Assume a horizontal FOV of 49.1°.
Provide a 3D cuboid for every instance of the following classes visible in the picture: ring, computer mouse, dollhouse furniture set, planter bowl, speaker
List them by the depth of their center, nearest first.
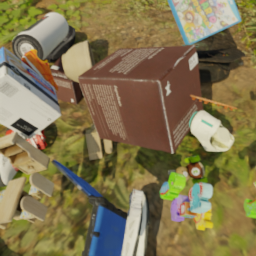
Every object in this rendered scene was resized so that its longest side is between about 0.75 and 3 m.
[{"bbox_3d":[-2.535,1.154,6.045,1.501,1.137,1.712,-18,44,26],"label":"dollhouse furniture set"},{"bbox_3d":[1.871,-0.545,6.197,1.036,0.099,1.036,15,11,-3],"label":"ring"},{"bbox_3d":[-1.361,-1.751,7.764,0.790,1.174,1.174,-11,51,0],"label":"planter bowl"},{"bbox_3d":[-2.837,-3.034,9.383,1.025,1.025,2.524,7,37,5],"label":"speaker"},{"bbox_3d":[-0.892,0.410,9.813,1.089,0.933,1.145,-8,16,-7],"label":"dollhouse furniture set"},{"bbox_3d":[-3.495,-3.623,12.861,1.962,0.747,2.833,32,69,24],"label":"computer mouse"}]

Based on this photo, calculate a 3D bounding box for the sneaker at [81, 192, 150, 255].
[{"bbox_3d":[-0.325,2.890,7.220,1.619,1.062,2.814,7,53,3],"label":"sneaker"}]

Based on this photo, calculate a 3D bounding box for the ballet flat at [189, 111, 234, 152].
[{"bbox_3d":[2.151,0.225,6.798,0.778,2.240,0.778,-11,68,28],"label":"ballet flat"}]

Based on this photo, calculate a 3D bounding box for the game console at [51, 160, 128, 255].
[{"bbox_3d":[-0.746,1.658,5.065,1.131,1.912,1.632,4,67,15],"label":"game console"}]

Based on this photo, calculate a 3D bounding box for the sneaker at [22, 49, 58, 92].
[{"bbox_3d":[-2.151,-1.444,7.233,0.478,1.311,0.506,24,66,37],"label":"sneaker"}]

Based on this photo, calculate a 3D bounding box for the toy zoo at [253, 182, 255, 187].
[{"bbox_3d":[3.368,0.806,5.659,1.485,2.264,0.232,-32,69,10],"label":"toy zoo"}]

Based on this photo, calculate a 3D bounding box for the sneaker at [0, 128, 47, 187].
[{"bbox_3d":[-3.413,0.764,9.135,1.272,0.792,2.373,-5,48,0],"label":"sneaker"}]

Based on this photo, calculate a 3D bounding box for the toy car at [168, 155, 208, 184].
[{"bbox_3d":[1.342,1.086,6.597,0.795,0.628,0.653,-17,84,-15],"label":"toy car"}]

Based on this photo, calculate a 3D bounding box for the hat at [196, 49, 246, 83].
[{"bbox_3d":[3.210,-2.492,11.427,2.912,1.175,2.912,-3,25,2],"label":"hat"}]

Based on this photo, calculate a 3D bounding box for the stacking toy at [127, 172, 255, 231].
[{"bbox_3d":[1.082,1.279,4.867,1.661,2.203,0.518,14,61,-12],"label":"stacking toy"}]

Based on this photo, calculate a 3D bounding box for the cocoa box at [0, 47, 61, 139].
[{"bbox_3d":[-2.527,-0.736,6.360,1.101,1.651,1.083,-34,48,12],"label":"cocoa box"}]

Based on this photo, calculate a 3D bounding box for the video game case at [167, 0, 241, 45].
[{"bbox_3d":[2.398,-3.639,8.667,2.143,0.191,1.534,-28,100,-16],"label":"video game case"}]

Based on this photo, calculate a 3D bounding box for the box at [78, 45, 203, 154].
[{"bbox_3d":[0.388,-0.827,7.173,2.344,1.924,1.944,10,39,35],"label":"box"}]

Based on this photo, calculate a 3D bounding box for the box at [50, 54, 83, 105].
[{"bbox_3d":[-2.294,-1.941,11.089,1.214,1.202,1.464,17,53,13],"label":"box"}]

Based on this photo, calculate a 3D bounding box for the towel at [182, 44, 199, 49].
[{"bbox_3d":[1.823,-2.443,8.659,0.551,0.751,0.081,-4,91,-6],"label":"towel"}]
